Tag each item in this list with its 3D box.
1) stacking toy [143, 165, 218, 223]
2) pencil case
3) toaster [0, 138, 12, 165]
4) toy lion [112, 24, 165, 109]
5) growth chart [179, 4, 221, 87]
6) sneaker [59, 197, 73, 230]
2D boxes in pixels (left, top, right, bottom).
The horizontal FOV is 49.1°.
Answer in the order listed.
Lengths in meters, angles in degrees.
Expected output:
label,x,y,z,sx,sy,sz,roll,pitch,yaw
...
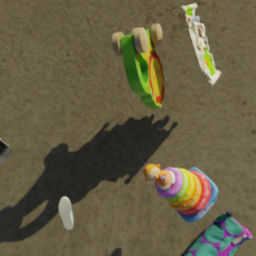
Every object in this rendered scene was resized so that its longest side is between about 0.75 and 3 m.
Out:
label,x,y,z,sx,sy,sz,roll,pitch,yaw
stacking toy,1.237,1.524,7.581,1.372,2.364,1.297,-50,39,7
pencil case,2.792,4.136,9.277,2.766,1.278,1.177,-44,97,-11
toaster,-5.135,0.897,10.700,0.956,0.628,1.058,33,75,10
toy lion,0.589,-1.802,8.857,0.943,2.746,2.632,-4,110,22
growth chart,2.509,-2.805,9.482,0.259,2.113,2.920,-14,113,31
sneaker,-1.742,2.340,7.815,0.351,0.389,0.949,-6,101,-13
